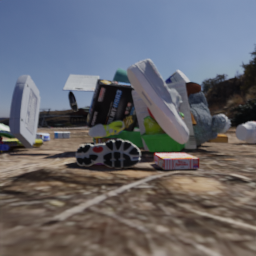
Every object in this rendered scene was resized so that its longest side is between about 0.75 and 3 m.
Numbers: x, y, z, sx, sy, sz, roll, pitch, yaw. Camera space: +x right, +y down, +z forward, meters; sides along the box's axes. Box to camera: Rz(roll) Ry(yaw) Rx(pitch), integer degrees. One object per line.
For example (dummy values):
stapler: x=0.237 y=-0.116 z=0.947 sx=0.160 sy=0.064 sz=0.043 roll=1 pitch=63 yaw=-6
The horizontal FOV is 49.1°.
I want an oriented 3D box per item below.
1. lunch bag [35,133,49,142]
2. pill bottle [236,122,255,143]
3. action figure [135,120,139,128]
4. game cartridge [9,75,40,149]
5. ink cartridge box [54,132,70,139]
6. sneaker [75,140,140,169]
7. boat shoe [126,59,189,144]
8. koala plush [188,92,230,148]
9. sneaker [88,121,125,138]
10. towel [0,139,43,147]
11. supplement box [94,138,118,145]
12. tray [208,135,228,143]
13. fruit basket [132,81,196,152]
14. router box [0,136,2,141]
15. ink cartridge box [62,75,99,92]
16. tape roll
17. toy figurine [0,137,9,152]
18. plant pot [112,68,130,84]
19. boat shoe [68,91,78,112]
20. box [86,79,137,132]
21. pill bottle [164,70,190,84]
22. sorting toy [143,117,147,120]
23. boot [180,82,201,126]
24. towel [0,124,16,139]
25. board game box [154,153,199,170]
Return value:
lunch bag: x=-4.323 y=0.468 z=13.511 sx=0.922 sy=0.435 sz=1.151 roll=2 pitch=0 yaw=6
pill bottle: x=5.725 y=0.210 z=12.482 sx=1.718 sy=0.964 sz=0.964 roll=0 pitch=1 yaw=-22
action figure: x=-0.015 y=-0.179 z=13.679 sx=2.858 sy=0.992 sz=1.860 roll=10 pitch=18 yaw=-26
game cartridge: x=-3.444 y=-0.575 z=9.408 sx=0.450 sy=2.200 sz=1.464 roll=-1 pitch=-26 yaw=-2
ink cartridge box: x=-3.894 y=0.436 z=16.489 sx=0.884 sy=0.370 sz=0.641 roll=0 pitch=1 yaw=-15
sneaker: x=-0.397 y=0.542 z=5.956 sx=1.442 sy=0.581 sz=0.602 roll=0 pitch=-5 yaw=22
boat shoe: x=0.986 y=-0.776 z=7.707 sx=0.881 sy=2.571 sz=0.926 roll=-34 pitch=-13 yaw=-13
koala plush: x=2.327 y=-0.212 z=10.221 sx=2.239 sy=2.320 sz=2.525 roll=-7 pitch=18 yaw=1
sneaker: x=-0.678 y=0.135 z=9.281 sx=1.204 sy=0.456 sz=0.632 roll=-12 pitch=-21 yaw=1
towel: x=-4.599 y=0.598 z=10.145 sx=1.858 sy=0.295 sz=2.587 roll=2 pitch=2 yaw=37
supplement box: x=-0.731 y=0.545 z=9.300 sx=0.752 sy=0.415 sz=0.322 roll=0 pitch=1 yaw=-20
tray: x=4.439 y=0.517 z=13.907 sx=0.842 sy=0.316 sz=1.707 roll=0 pitch=2 yaw=15
fruit basket: x=1.090 y=-0.299 z=8.586 sx=1.865 sy=2.013 sz=0.944 roll=-6 pitch=6 yaw=36
router box: x=-4.821 y=0.335 z=9.506 sx=0.852 sy=0.265 sz=0.638 roll=-2 pitch=2 yaw=-40
ink cartridge box: x=-1.576 y=-1.445 z=9.501 sx=1.069 sy=0.218 sz=1.072 roll=4 pitch=38 yaw=3
tape roll: x=-0.184 y=0.331 z=11.498 sx=2.510 sy=0.603 sz=2.510 roll=3 pitch=4 yaw=0
toy figurine: x=-3.943 y=0.506 z=8.550 sx=0.585 sy=0.515 sz=0.976 roll=9 pitch=-4 yaw=16
plant pot: x=-0.081 y=-1.471 z=9.757 sx=0.828 sy=1.032 sz=1.032 roll=18 pitch=3 yaw=5
boat shoe: x=-2.584 y=-1.245 z=12.998 sx=0.361 sy=1.080 sz=0.308 roll=-15 pitch=-29 yaw=-13
box: x=-0.393 y=-0.703 z=9.338 sx=1.693 sy=1.706 sz=0.424 roll=5 pitch=34 yaw=-25
pill bottle: x=1.730 y=-1.299 z=12.190 sx=2.233 sy=1.337 sz=1.337 roll=-40 pitch=-15 yaw=20
sorting toy: x=0.329 y=-0.922 z=11.641 sx=0.782 sy=1.145 sz=1.906 roll=9 pitch=23 yaw=-10
boot: x=1.975 y=-0.796 z=9.297 sx=1.479 sy=1.571 sz=0.538 roll=-1 pitch=-33 yaw=-21
towel: x=-4.150 y=0.113 z=9.487 sx=1.075 sy=0.221 sz=1.441 roll=16 pitch=1 yaw=-4
board game box: x=0.987 y=0.697 z=5.906 sx=0.720 sy=0.220 sz=0.950 roll=0 pitch=1 yaw=-7
